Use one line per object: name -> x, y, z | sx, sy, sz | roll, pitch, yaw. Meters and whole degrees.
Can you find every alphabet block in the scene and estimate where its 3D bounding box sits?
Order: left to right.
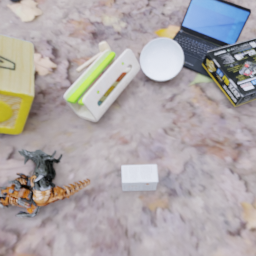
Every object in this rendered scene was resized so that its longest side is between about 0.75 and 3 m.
alphabet block -> -4.148, -1.344, 8.456 | 2.192, 2.180, 2.232 | 6, 55, -27

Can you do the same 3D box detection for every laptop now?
laptop -> 2.901, -3.545, 10.602 | 2.363, 1.377, 2.666 | 28, 63, 16

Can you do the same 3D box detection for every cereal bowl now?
cereal bowl -> 1.223, -2.413, 10.204 | 1.563, 0.651, 1.563 | -1, 86, 8

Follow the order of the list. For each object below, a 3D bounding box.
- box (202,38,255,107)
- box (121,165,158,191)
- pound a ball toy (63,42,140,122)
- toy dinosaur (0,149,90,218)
box -> 4.405, -2.114, 10.060 | 2.739, 0.676, 2.187 | -20, 63, -17
box -> 0.320, 1.438, 8.022 | 0.995, 0.758, 0.529 | -2, 60, -1
pound a ball toy -> -0.906, -1.657, 9.768 | 1.923, 1.253, 2.950 | 14, 58, 43
toy dinosaur -> -2.460, 1.592, 7.916 | 2.607, 1.331, 1.769 | 2, 73, -20
